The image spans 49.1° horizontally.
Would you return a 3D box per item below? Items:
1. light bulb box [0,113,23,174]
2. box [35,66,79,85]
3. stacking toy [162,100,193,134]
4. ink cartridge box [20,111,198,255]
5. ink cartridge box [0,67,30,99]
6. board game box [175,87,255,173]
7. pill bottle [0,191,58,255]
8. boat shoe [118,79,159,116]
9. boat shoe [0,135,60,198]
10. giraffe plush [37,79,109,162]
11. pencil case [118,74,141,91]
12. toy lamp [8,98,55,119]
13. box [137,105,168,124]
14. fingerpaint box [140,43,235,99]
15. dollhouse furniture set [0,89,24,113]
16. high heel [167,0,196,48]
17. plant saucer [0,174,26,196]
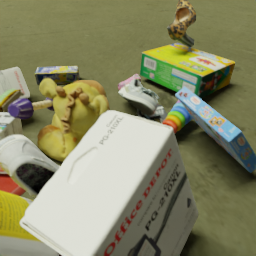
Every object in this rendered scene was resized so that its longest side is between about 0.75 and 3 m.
[{"bbox_3d":[-3.260,0.366,7.166,0.740,1.175,1.185,1,26,3],"label":"light bulb box"},{"bbox_3d":[-2.742,-2.049,10.898,1.595,0.513,0.559,-3,40,-2],"label":"box"},{"bbox_3d":[1.403,-0.212,8.174,0.757,0.757,1.772,24,50,28],"label":"stacking toy"},{"bbox_3d":[0.033,1.382,4.346,1.144,2.713,1.964,17,58,34],"label":"ink cartridge box"},{"bbox_3d":[-4.218,-1.293,9.381,1.486,1.089,0.615,-23,11,-23],"label":"ink cartridge box"},{"bbox_3d":[2.238,0.004,7.115,0.399,1.648,2.179,-44,41,6],"label":"board game box"},{"bbox_3d":[-2.497,1.623,4.227,1.545,2.776,1.545,-16,57,26],"label":"pill bottle"},{"bbox_3d":[0.359,-1.031,8.622,0.904,0.787,2.453,36,5,-19],"label":"boat shoe"},{"bbox_3d":[-1.518,1.082,5.459,0.904,2.510,0.860,-36,50,-14],"label":"boat shoe"},{"bbox_3d":[-1.256,-0.243,7.183,2.415,2.270,2.799,-2,39,-5],"label":"giraffe plush"},{"bbox_3d":[0.067,-1.679,10.515,0.432,0.432,0.987,28,47,30],"label":"pencil case"},{"bbox_3d":[-2.550,-0.587,7.709,0.567,0.567,1.949,10,11,12],"label":"toy lamp"},{"bbox_3d":[0.825,-0.287,8.851,0.849,0.268,1.077,-7,40,-11],"label":"box"},{"bbox_3d":[2.199,-2.229,10.623,2.255,0.992,2.703,-27,45,-38],"label":"fingerpaint box"},{"bbox_3d":[-4.064,-0.799,8.374,1.614,0.810,1.057,-50,37,-16],"label":"dollhouse furniture set"},{"bbox_3d":[1.890,-4.213,10.459,0.770,2.156,1.537,-15,-15,39],"label":"high heel"},{"bbox_3d":[-2.995,1.396,6.838,0.982,0.181,0.984,22,44,26],"label":"plant saucer"}]
